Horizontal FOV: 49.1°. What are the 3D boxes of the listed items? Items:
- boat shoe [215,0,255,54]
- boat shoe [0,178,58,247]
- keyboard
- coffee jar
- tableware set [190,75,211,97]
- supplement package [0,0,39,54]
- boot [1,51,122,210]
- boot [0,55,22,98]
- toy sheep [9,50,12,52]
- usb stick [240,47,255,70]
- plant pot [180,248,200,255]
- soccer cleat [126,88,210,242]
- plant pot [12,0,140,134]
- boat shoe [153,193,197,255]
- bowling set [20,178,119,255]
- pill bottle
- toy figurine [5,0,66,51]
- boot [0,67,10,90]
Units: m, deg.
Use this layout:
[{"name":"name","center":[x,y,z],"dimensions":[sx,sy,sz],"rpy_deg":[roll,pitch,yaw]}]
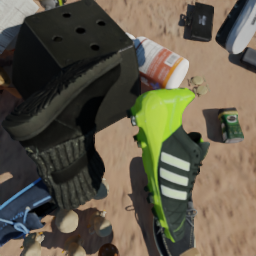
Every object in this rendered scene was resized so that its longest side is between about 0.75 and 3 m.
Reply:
[{"name":"boat shoe","center":[2.640,-2.735,5.999],"dimensions":[0.776,2.261,0.640],"rpy_deg":[1,35,-44]},{"name":"boat shoe","center":[-2.549,2.202,7.293],"dimensions":[2.923,1.230,1.003],"rpy_deg":[-43,66,-14]},{"name":"keyboard","center":[2.646,-4.006,10.515],"dimensions":[1.050,0.224,1.748],"rpy_deg":[12,66,-2]},{"name":"coffee jar","center":[3.165,-0.098,8.686],"dimensions":[0.582,0.476,1.115],"rpy_deg":[-4,68,0]},{"name":"tableware set","center":[2.421,-1.412,9.435],"dimensions":[0.505,0.153,0.764],"rpy_deg":[-17,61,6]},{"name":"supplement package","center":[-4.133,-3.392,7.568],"dimensions":[2.075,1.596,2.170],"rpy_deg":[43,95,12]},{"name":"boot","center":[-0.864,-0.036,5.742],"dimensions":[1.098,2.181,2.918],"rpy_deg":[11,47,44]},{"name":"boot","center":[-3.742,-1.755,9.295],"dimensions":[1.931,0.678,1.412],"rpy_deg":[5,67,3]},{"name":"toy sheep","center":[-4.144,-3.076,9.848],"dimensions":[0.749,0.749,1.086],"rpy_deg":[-10,64,-4]},{"name":"usb stick","center":[5.049,-2.028,9.554],"dimensions":[2.475,0.403,0.686],"rpy_deg":[28,69,11]},{"name":"plant pot","center":[1.043,2.950,5.493],"dimensions":[1.171,1.171,0.541],"rpy_deg":[-31,57,-13]},{"name":"soccer cleat","center":[0.809,0.726,4.708],"dimensions":[1.165,2.875,0.971],"rpy_deg":[-15,23,-4]},{"name":"plant pot","center":[-1.379,-1.706,7.884],"dimensions":[2.997,2.659,2.990],"rpy_deg":[-30,70,-27]},{"name":"boat shoe","center":[1.230,2.230,7.463],"dimensions":[1.100,0.918,2.948],"rpy_deg":[0,68,-2]},{"name":"bowling set","center":[-1.208,2.728,7.195],"dimensions":[2.716,1.458,1.890],"rpy_deg":[-38,100,-17]},{"name":"pill bottle","center":[0.670,-2.124,9.116],"dimensions":[2.325,1.304,1.304],"rpy_deg":[33,71,14]},{"name":"toy figurine","center":[-3.648,-3.951,9.096],"dimensions":[2.660,1.851,2.619],"rpy_deg":[41,105,14]},{"name":"boot","center":[-5.200,-1.383,8.650],"dimensions":[2.936,1.126,2.279],"rpy_deg":[36,91,13]}]
